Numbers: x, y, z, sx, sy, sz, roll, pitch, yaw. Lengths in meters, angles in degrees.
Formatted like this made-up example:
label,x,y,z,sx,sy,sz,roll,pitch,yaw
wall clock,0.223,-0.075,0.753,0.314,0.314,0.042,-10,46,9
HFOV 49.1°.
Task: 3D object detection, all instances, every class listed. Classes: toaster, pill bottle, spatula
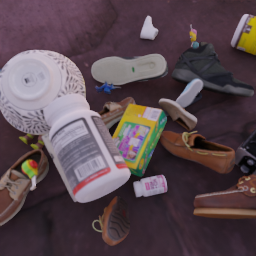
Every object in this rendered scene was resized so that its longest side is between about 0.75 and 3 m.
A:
label,x,y,z,sx,sy,sz,roll,pitch,yaw
toaster,3.868,0.672,7.326,1.623,1.065,1.795,39,66,22
pill bottle,0.562,1.497,7.167,0.791,0.448,0.448,-11,58,-7
spatula,1.029,-0.424,8.457,2.930,0.301,0.828,-27,69,-17
pill bottle,-0.997,0.411,6.358,1.296,1.296,2.236,-24,69,-14
pill bottle,4.765,-3.024,9.602,2.121,1.158,1.158,25,61,15

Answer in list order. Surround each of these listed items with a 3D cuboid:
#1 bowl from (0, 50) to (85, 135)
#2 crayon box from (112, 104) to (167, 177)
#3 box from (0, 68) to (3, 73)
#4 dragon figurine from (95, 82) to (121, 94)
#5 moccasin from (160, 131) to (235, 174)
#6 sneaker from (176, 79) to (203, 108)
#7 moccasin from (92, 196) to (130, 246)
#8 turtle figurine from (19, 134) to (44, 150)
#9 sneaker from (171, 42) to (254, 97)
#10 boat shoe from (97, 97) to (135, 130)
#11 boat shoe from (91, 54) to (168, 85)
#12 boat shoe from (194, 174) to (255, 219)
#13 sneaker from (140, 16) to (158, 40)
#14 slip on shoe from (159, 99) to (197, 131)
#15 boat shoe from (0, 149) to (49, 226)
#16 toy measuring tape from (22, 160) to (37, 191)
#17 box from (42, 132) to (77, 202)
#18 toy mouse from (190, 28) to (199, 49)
label,x,y,z,sx,sy,sz,roll,pitch,yaw
bowl,-2.475,-1.121,7.511,2.510,1.178,2.510,0,82,-1
crayon box,0.191,0.280,7.521,1.066,0.523,1.795,14,68,33
box,-3.803,-1.659,9.221,1.665,0.289,0.916,-25,58,-15
dragon figurine,-0.623,-1.209,8.776,0.787,0.232,0.391,18,76,6
moccasin,1.741,0.462,7.336,0.776,0.819,2.121,-24,34,-34
sneaker,1.803,-1.022,8.357,0.381,1.029,0.422,41,17,-14
moccasin,-0.364,2.065,6.175,0.650,1.685,0.616,-44,100,6
turtle figurine,-2.485,-0.082,8.081,1.661,0.535,1.339,36,72,-3
sneaker,2.761,-1.830,8.691,2.533,0.968,1.451,21,97,14
boat shoe,-0.449,-0.487,8.229,1.579,0.567,0.598,-41,28,-24
boat shoe,0.040,-1.847,9.061,2.514,0.850,0.903,-1,95,18
boat shoe,2.879,1.537,6.234,2.813,0.990,0.989,-4,70,14
sneaker,0.867,-3.742,10.547,0.597,0.381,1.033,14,68,6
slip on shoe,1.424,-0.391,8.249,1.276,0.485,0.387,35,70,-5
boat shoe,-2.774,1.353,6.815,0.838,0.794,2.213,24,48,6
toy measuring tape,-2.332,1.052,6.604,0.371,0.371,1.009,-15,31,-9
box,-1.570,0.930,7.357,0.632,0.760,1.849,-27,60,-15
toy mouse,2.347,-3.121,9.848,0.185,0.852,0.958,-9,75,23
